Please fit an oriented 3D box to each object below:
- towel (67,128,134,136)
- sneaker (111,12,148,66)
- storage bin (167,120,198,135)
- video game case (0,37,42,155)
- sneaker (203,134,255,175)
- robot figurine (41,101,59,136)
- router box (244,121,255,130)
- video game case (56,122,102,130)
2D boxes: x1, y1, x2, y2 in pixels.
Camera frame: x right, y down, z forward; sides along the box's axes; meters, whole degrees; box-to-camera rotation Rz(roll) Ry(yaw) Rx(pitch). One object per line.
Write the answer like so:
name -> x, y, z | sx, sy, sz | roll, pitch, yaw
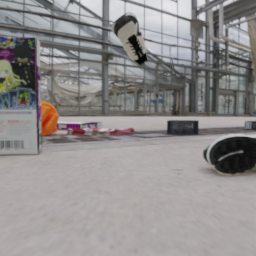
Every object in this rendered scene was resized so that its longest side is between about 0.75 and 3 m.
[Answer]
towel -> -1.213, 0.126, 12.566 | 2.547, 0.290, 1.834 | 1, 3, 22
sneaker -> 0.187, -2.744, 8.828 | 0.856, 0.928, 2.321 | -32, -15, 9
storage bin -> 2.392, -0.020, 12.240 | 1.316, 0.617, 0.890 | 2, 4, 17
video game case -> -3.558, -0.717, 6.443 | 2.987, 2.707, 0.535 | -1, 4, -6
sneaker -> 2.265, 0.379, 4.776 | 2.029, 0.750, 0.804 | -1, -1, -3
robot figurine -> -4.053, -0.448, 12.188 | 1.819, 1.475, 2.530 | -4, 6, -42
router box -> 7.478, -0.138, 15.295 | 1.778, 0.464, 1.398 | -2, 4, -35
video game case -> -2.968, -0.132, 15.579 | 2.322, 0.416, 2.104 | 2, 4, 26
